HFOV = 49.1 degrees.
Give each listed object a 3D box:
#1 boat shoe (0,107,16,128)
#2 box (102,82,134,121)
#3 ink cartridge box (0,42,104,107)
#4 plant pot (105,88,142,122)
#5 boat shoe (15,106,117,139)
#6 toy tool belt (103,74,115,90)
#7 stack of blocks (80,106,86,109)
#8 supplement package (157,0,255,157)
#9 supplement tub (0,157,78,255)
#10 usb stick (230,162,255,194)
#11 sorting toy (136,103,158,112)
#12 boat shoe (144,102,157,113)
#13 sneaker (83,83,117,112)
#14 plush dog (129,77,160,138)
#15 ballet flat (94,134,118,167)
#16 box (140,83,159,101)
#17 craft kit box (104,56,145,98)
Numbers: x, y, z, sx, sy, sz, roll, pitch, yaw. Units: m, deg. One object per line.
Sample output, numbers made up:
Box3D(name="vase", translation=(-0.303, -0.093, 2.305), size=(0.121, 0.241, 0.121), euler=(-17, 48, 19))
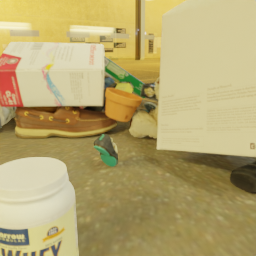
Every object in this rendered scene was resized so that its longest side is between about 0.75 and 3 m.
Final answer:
Box3D(name="boat shoe", translation=(-4.131, -0.582, 9.091), size=(0.927, 1.015, 2.821), euler=(-6, 13, -26))
Box3D(name="box", translation=(-0.349, -0.934, 9.545), size=(0.541, 0.360, 1.438), euler=(5, 57, 38))
Box3D(name="ink cartridge box", translation=(-2.073, -1.561, 7.950), size=(2.774, 1.187, 2.047), euler=(1, 35, -5))
Box3D(name="plant pot", translation=(-0.190, -0.587, 7.431), size=(0.965, 0.675, 0.965), euler=(15, 16, -5))
Box3D(name="boat shoe", translation=(-1.768, -0.302, 8.024), size=(2.898, 0.979, 1.043), euler=(-2, 17, -7))
Box3D(name="toy tool belt", translation=(-1.014, -2.182, 13.384), size=(1.309, 0.817, 0.804), euler=(-31, -6, -43))
Box3D(name="stack of blocks", translation=(-2.363, -1.077, 9.785), size=(1.666, 0.488, 0.959), euler=(29, 48, 23))
Box3D(name="supplement package", translation=(2.165, -0.920, 5.148), size=(2.086, 2.837, 2.713), euler=(4, -3, -30))
Box3D(name="supplement tub", translation=(-1.041, 1.061, 3.101), size=(0.928, 1.280, 0.928), euler=(0, 17, 0))
Box3D(name="usb stick", translation=(3.138, 0.747, 5.578), size=(2.625, 0.428, 0.728), euler=(-11, 15, -29))
Box3D(name="sorting toy", translation=(1.237, -0.737, 10.738), size=(1.329, 0.262, 1.436), euler=(-12, 16, -38))
Box3D(name="boat shoe", translation=(0.843, -0.507, 9.236), size=(0.933, 0.330, 0.423), euler=(35, 39, 17))
Box3D(name="sneaker", translation=(-1.243, -1.185, 10.904), size=(1.199, 0.690, 2.299), euler=(9, 35, 18))
Box3D(name="plush dog", translation=(1.366, -0.501, 7.720), size=(1.810, 2.256, 1.938), euler=(36, 35, 4))
Box3D(name="ballet flat", translation=(-0.384, 0.431, 5.611), size=(0.418, 0.418, 1.143), euler=(4, -25, 12))
Box3D(name="box", translation=(1.751, -1.219, 10.220), size=(2.037, 0.506, 2.022), euler=(17, 20, 21))
Box3D(name="craft kit box", translation=(-0.586, -2.362, 11.967), size=(2.546, 0.618, 2.514), euler=(30, 9, -29))
